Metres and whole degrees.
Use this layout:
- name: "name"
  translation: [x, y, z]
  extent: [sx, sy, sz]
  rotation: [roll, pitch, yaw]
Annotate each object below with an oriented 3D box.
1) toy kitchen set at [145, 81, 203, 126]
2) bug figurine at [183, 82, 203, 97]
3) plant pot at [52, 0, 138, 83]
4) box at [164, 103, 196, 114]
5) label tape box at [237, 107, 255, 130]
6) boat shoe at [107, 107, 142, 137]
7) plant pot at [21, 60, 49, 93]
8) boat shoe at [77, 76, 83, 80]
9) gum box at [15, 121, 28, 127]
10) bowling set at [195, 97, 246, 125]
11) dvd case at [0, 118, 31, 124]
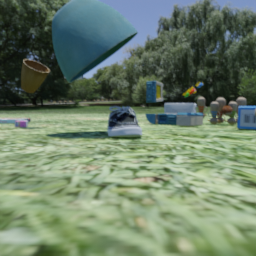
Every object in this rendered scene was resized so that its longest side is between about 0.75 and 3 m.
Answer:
- name: "toy kitchen set"
  translation: [1.992, -1.186, 13.148]
  extent: [2.657, 2.128, 1.565]
  rotation: [2, 3, 33]
- name: "bug figurine"
  translation: [2.812, -1.627, 12.145]
  extent: [0.998, 0.257, 0.774]
  rotation: [-36, 1, -35]
- name: "plant pot"
  translation: [-1.192, -2.687, 8.035]
  extent: [2.472, 1.665, 2.472]
  rotation: [-34, 11, 7]
- name: "box"
  translation: [3.172, -0.923, 16.929]
  extent: [1.711, 1.118, 1.702]
  rotation: [1, 4, 20]
- name: "label tape box"
  translation: [5.341, -0.380, 10.657]
  extent: [1.917, 0.885, 2.676]
  rotation: [3, 3, 28]
- name: "boat shoe"
  translation: [-0.150, -0.196, 7.936]
  extent: [0.887, 0.820, 2.401]
  rotation: [0, 4, -6]
- name: "plant pot"
  translation: [-3.866, -2.000, 11.273]
  extent: [1.041, 1.118, 1.041]
  rotation: [25, 21, -10]
- name: "boat shoe"
  translation: [-2.362, -2.947, 14.020]
  extent: [0.386, 1.128, 0.406]
  rotation: [3, -9, 14]
- name: "gum box"
  translation: [-4.610, -0.181, 12.107]
  extent: [0.451, 0.263, 0.795]
  rotation: [-1, 4, -14]
- name: "bowling set"
  translation: [4.534, -0.618, 13.666]
  extent: [2.564, 1.376, 1.784]
  rotation: [2, 23, 16]
- name: "dvd case"
  translation: [-6.523, -0.408, 15.914]
  extent: [1.605, 0.242, 2.198]
  rotation: [-1, 3, -12]
